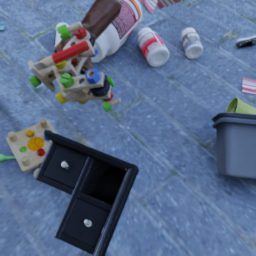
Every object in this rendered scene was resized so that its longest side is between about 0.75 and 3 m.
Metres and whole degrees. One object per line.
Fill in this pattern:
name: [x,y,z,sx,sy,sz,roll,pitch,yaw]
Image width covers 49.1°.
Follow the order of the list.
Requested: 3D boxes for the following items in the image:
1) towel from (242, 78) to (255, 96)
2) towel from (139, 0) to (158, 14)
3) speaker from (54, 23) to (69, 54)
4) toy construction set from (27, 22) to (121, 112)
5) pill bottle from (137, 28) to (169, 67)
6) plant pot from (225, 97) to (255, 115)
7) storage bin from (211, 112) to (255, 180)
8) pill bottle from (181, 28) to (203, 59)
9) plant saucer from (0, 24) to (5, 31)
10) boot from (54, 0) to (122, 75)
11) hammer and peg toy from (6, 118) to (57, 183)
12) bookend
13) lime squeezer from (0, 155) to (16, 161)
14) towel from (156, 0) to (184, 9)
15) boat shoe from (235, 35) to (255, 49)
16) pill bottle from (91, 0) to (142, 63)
towel: [4.561,-1.561,10.502,0.550,0.087,0.763,13,56,10]
towel: [0.768,-3.676,7.147,0.202,0.986,1.347,32,104,15]
speaker: [-2.728,-3.671,11.663,0.639,0.639,1.573,-5,55,-3]
toy construction set: [-1.508,-1.243,6.399,1.868,2.432,2.028,-22,84,5]
pill bottle: [0.940,-3.272,11.221,0.899,0.899,1.601,-16,56,-11]
plant pot: [3.800,-0.406,9.240,0.905,0.985,0.985,19,56,-1]
storage bin: [3.704,0.632,8.104,2.566,1.867,1.723,7,83,5]
pill bottle: [2.593,-3.490,11.495,0.706,0.706,1.241,-4,54,-3]
plant saucer: [-6.170,-4.472,12.556,1.291,0.123,0.452,-3,55,-1]
boot: [-0.826,-2.695,7.904,2.426,0.779,2.261,-46,54,1]
hammer and peg toy: [-2.617,0.711,8.481,1.486,0.712,2.020,-28,59,-23]
bookend: [-1.013,1.283,5.361,1.905,0.877,1.893,22,79,10]
lime squeezer: [-3.984,0.769,8.750,1.340,0.253,0.473,25,58,17]
towel: [1.421,-4.682,8.608,2.438,1.784,0.365,-2,68,42]
boat shoe: [5.144,-3.586,11.775,1.228,0.421,0.348,-12,61,-1]
pill bottle: [-0.787,-4.050,11.288,1.687,1.687,2.986,24,57,16]
